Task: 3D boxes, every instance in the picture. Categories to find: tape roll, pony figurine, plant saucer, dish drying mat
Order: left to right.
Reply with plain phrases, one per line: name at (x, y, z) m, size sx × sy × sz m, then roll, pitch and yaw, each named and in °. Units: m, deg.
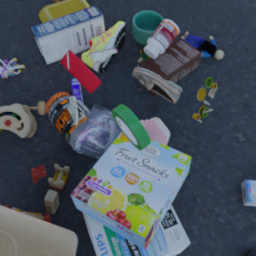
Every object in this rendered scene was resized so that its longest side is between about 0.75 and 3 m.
pony figurine at (-5.089, -2.558, 11.821) m, size 1.006 × 0.868 × 1.042 m, roll 42°, pitch 52°, yaw 12°
plant saucer at (-2.782, -5.338, 13.478) m, size 2.572 × 0.623 × 2.573 m, roll -24°, pitch 62°, yaw -15°
dish drying mat at (-1.388, -1.622, 8.147) m, size 1.318 × 0.120 × 0.506 m, roll 46°, pitch 110°, yaw -3°
tape roll at (0.054, -0.003, 5.781) m, size 0.247 × 1.026 × 1.026 m, roll -37°, pitch 66°, yaw -12°

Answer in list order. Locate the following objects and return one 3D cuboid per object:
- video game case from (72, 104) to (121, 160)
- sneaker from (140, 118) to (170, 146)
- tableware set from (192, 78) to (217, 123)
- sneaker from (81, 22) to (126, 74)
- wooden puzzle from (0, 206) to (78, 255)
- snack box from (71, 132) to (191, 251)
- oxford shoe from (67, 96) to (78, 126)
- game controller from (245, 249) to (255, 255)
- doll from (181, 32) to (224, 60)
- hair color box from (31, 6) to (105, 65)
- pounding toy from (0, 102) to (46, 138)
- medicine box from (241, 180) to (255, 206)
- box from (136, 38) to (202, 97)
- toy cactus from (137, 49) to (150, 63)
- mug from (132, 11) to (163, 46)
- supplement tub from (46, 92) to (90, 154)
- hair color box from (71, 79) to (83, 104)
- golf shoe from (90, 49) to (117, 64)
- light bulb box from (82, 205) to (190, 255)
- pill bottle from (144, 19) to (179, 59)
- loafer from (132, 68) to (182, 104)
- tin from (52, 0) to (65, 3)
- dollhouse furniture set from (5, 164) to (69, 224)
video game case at (-0.871, 0.209, 8.778) m, size 1.177 × 1.648 × 0.156 m, roll 24°, pitch 17°, yaw -14°
sneaker at (0.424, 0.034, 10.141) m, size 2.342 × 0.882 × 1.224 m, roll 28°, pitch 68°, yaw 8°
tableware set at (2.254, -0.787, 8.172) m, size 0.194 × 0.853 × 1.267 m, roll 25°, pitch 90°, yaw 45°
sneaker at (-1.043, -3.732, 12.226) m, size 1.286 × 1.113 × 2.849 m, roll 24°, pitch 63°, yaw 14°
wooden puzzle at (-2.732, 3.576, 7.476) m, size 2.722 × 2.938 × 0.680 m, roll 16°, pitch 17°, yaw 9°
snack box at (0.152, 1.462, 7.515) m, size 2.184 × 0.876 × 2.590 m, roll 23°, pitch 53°, yaw 22°
oxford shoe at (-1.781, -0.540, 8.953) m, size 0.295 × 0.384 × 1.021 m, roll -3°, pitch 69°, yaw -27°
game controller at (3.454, 4.293, 8.022) m, size 1.545 × 0.325 × 0.806 m, roll -41°, pitch 82°, yaw -21°
doll at (3.377, -3.672, 12.568) m, size 2.003 × 0.485 × 1.367 m, roll 34°, pitch 65°, yaw 18°
hair color box at (-2.495, -4.040, 12.207) m, size 2.921 × 1.461 × 0.884 m, roll -25°, pitch 60°, yaw -14°
pounding toy at (-4.047, -0.197, 10.486) m, size 2.185 × 1.254 × 1.249 m, roll -11°, pitch 88°, yaw 4°
medicine box at (4.205, 2.153, 9.166) m, size 0.816 × 0.420 × 0.743 m, roll 4°, pitch 60°, yaw 2°
box at (1.699, -2.540, 11.654) m, size 2.538 × 0.951 × 1.271 m, roll -35°, pitch 66°, yaw -20°
toy cactus at (0.692, -3.097, 12.355) m, size 0.668 × 0.414 × 0.810 m, roll -41°, pitch 69°, yaw -1°
mug at (0.913, -4.303, 12.615) m, size 1.370 × 1.031 × 1.667 m, roll -12°, pitch 62°, yaw -8°
supplement tub at (-1.922, -0.229, 10.045) m, size 1.329 × 1.329 × 2.169 m, roll -38°, pitch 66°, yaw -20°
hair color box at (-2.029, -1.403, 11.179) m, size 0.337 × 0.569 × 1.040 m, roll -11°, pitch 60°, yaw -7°
golf shoe at (-0.950, -2.882, 11.216) m, size 1.114 × 0.510 × 0.420 m, roll -12°, pitch 15°, yaw 2°
light bulb box at (0.079, 2.826, 8.083) m, size 2.371 × 1.479 × 2.350 m, roll -18°, pitch 59°, yaw -14°
pill bottle at (1.267, -3.418, 10.884) m, size 0.802 × 0.802 × 1.419 m, roll 38°, pitch 87°, yaw 20°
loafer at (0.901, -1.380, 9.117) m, size 1.740 × 0.626 × 0.547 m, roll 25°, pitch 77°, yaw -3°
tin at (-3.303, -6.998, 14.660) m, size 1.492 × 0.312 × 0.835 m, roll -31°, pitch 60°, yaw -17°
dollhouse furniture set at (-2.856, 2.329, 8.753) m, size 1.338 × 1.011 × 2.487 m, roll 12°, pitch 46°, yaw 2°
